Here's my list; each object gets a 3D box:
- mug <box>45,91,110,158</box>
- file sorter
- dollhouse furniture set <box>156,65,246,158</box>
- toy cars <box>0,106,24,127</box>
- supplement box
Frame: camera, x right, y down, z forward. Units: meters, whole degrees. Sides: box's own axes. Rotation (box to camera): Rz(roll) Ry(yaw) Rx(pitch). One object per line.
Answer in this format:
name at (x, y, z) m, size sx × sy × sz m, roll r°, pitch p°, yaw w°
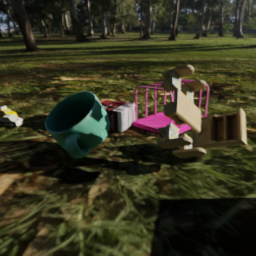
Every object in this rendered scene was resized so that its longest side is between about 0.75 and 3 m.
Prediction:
mug at (-1.602, 0.066, 8.975) m, size 1.830 × 1.377 × 2.227 m, roll 4°, pitch 50°, yaw 35°
file sorter at (1.857, -1.016, 11.743) m, size 1.969 × 1.777 × 2.834 m, roll 16°, pitch 25°, yaw 40°
dollhouse furniture set at (2.215, -0.294, 8.196) m, size 1.628 × 2.298 × 2.501 m, roll -12°, pitch -31°, yaw 37°
toy cars at (-5.359, -0.541, 12.314) m, size 1.033 × 0.510 × 2.305 m, roll -12°, pitch 23°, yaw -31°
supplement box at (-1.251, -0.624, 11.962) m, size 2.938 × 0.895 × 1.599 m, roll 7°, pitch 20°, yaw 23°
